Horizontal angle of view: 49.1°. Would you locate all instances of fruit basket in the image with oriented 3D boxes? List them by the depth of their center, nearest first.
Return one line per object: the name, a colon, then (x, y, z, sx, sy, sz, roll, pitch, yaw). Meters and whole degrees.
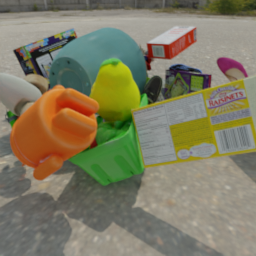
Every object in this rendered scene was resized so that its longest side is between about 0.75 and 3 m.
fruit basket: (-0.442, -0.303, 7.361, 2.076, 2.878, 2.878, -22, 19, 23)

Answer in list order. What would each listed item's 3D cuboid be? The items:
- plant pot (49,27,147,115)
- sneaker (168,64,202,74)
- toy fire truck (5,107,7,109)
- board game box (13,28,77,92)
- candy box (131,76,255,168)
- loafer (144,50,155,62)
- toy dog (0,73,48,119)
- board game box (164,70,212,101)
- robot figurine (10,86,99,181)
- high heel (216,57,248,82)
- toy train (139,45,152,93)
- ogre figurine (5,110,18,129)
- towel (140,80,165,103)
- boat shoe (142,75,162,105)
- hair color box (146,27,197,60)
plant pot: (-1.164, -1.705, 9.288, 2.860, 2.860, 2.295, 15, 31, 28)
sneaker: (3.121, -3.144, 15.634, 1.961, 0.688, 0.764, 15, 23, 24)
toy fire truck: (-3.423, -0.635, 10.189, 2.550, 0.622, 1.798, 24, -12, 6)
board game box: (-2.642, -2.325, 10.444, 0.720, 2.098, 2.538, -3, 27, 38)
candy box: (1.412, -0.025, 5.862, 2.734, 1.397, 0.361, -13, -4, 30)
loafer: (0.921, -2.993, 11.469, 0.555, 0.486, 1.545, -19, 15, 14)
toy dog: (-3.402, -0.932, 7.273, 1.370, 2.844, 1.876, -36, 26, 34)
board game box: (1.950, -1.276, 9.514, 0.340, 1.264, 2.107, -4, 17, -28)
robot figurine: (-1.659, 0.058, 6.172, 2.449, 1.761, 1.428, -29, -4, 40)
high heel: (3.566, -1.511, 9.157, 0.632, 1.876, 0.900, -32, 24, 48)
toy train: (0.531, -1.998, 9.929, 0.818, 1.119, 1.933, -16, -10, 0)
ogre figurine: (-2.797, -0.232, 8.714, 2.215, 1.328, 1.087, -10, -14, -2)
towel: (1.029, -1.196, 10.966, 2.221, 0.384, 2.139, -2, 46, -19)
boat shoe: (0.708, -0.965, 9.345, 0.603, 1.648, 0.534, 22, 11, -5)
hair color box: (1.567, -3.006, 9.825, 0.949, 0.572, 1.869, 16, 43, 37)
